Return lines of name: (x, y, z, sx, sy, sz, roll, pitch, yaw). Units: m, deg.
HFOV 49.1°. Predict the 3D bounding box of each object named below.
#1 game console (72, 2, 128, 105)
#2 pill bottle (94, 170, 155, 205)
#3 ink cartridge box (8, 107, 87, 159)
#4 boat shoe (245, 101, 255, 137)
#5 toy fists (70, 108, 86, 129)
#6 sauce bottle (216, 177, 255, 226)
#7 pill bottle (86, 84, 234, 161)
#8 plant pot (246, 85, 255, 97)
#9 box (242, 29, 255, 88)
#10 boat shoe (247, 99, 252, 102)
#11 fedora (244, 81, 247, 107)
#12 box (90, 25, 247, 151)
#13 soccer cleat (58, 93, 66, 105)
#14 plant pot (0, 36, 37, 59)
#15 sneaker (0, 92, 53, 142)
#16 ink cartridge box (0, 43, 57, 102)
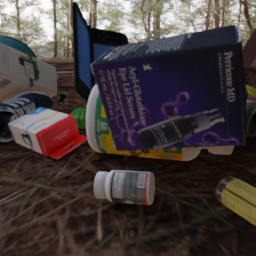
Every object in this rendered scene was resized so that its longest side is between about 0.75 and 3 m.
game console: (-0.743, -2.161, 8.838, 2.388, 2.715, 1.580, 1, -10, -26)
pill bottle: (-0.049, 0.887, 4.227, 0.845, 0.481, 0.481, 1, 17, 15)
ink cartridge box: (-1.869, 0.075, 6.532, 1.692, 0.569, 0.983, 14, 37, 38)
boat shoe: (3.451, -0.280, 7.484, 0.738, 0.866, 2.590, 13, 18, 28)
toy fists: (-1.056, -0.214, 7.888, 1.263, 0.434, 0.644, 10, 25, 6)
sauce bottle: (1.817, 1.123, 3.702, 0.462, 0.462, 1.428, -8, 21, -25)
pill bottle: (0.693, -0.145, 5.877, 2.831, 1.597, 1.597, 4, 18, 13)
plant pot: (5.498, -2.533, 11.201, 2.258, 2.258, 2.076, 11, -4, 33)
box: (4.628, -2.054, 8.968, 1.704, 1.413, 1.399, 31, -2, 40)
boat shoe: (3.373, -0.795, 9.380, 1.641, 0.592, 0.591, -3, 34, 0)
fedora: (2.104, -0.543, 7.299, 1.109, 2.429, 2.429, 30, -6, -41)
box: (0.666, -0.544, 4.151, 1.961, 1.451, 1.023, -5, 28, 21)
soccer cleat: (-2.378, -1.028, 10.046, 0.258, 0.309, 0.763, 14, -18, -18)
plant pot: (-5.081, -2.076, 11.052, 2.482, 2.482, 2.332, 1, 32, 3)
sneaker: (-2.993, -0.344, 7.628, 1.464, 0.946, 2.698, 17, 25, 41)
ink cartridge box: (-3.801, -1.577, 8.892, 1.837, 1.060, 2.514, -18, -19, 31)
